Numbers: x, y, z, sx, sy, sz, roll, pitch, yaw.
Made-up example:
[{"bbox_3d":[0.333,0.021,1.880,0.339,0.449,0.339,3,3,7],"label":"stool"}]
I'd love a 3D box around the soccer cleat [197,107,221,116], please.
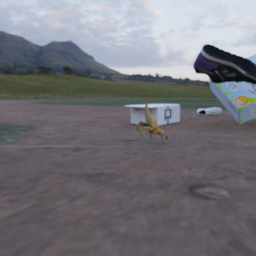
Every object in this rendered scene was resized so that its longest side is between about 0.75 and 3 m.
[{"bbox_3d":[4.693,-0.920,16.258,1.381,0.474,0.588,1,18,20],"label":"soccer cleat"}]

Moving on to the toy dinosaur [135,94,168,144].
[{"bbox_3d":[0.569,-0.157,7.506,0.766,1.442,0.435,-33,25,-4],"label":"toy dinosaur"}]

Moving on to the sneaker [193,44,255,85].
[{"bbox_3d":[3.318,-1.894,9.392,2.316,1.014,0.877,24,48,-1],"label":"sneaker"}]

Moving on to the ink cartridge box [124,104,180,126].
[{"bbox_3d":[1.071,-0.594,12.251,1.421,0.818,2.453,6,10,37],"label":"ink cartridge box"}]

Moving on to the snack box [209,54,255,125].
[{"bbox_3d":[5.241,-1.793,11.463,2.978,1.008,2.511,-25,44,3],"label":"snack box"}]
